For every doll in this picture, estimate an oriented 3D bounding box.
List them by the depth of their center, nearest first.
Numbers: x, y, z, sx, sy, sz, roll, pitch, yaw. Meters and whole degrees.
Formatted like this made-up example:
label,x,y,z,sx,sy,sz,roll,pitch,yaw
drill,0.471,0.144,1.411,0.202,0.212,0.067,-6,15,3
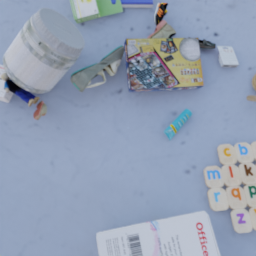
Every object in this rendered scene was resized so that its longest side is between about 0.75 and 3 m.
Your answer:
label,x,y,z,sx,sy,sz,roll,pitch,yaw
doll,-3.628,-1.302,9.281,1.409,0.961,0.341,39,119,0

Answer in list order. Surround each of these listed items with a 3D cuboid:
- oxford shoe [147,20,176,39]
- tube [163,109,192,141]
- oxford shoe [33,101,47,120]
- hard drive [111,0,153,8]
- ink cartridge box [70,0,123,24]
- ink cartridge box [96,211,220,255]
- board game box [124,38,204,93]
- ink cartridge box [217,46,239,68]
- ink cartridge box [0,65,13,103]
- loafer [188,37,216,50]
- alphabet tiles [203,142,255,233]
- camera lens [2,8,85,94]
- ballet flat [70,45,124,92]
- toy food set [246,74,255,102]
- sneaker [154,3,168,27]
label,x,y,z,sx,sy,sz,roll,pitch,yaw
oxford shoe,1.015,-2.976,10.084,0.754,0.723,2.042,35,78,2
tube,1.641,-0.134,9.271,1.190,0.300,0.461,-46,117,-16
oxford shoe,-2.792,-0.519,9.063,0.344,0.359,0.973,-31,32,19
hard drive,-0.227,-5.510,11.161,2.420,0.307,1.596,1,70,1
ink cartridge box,-1.255,-4.859,10.603,1.849,0.443,1.345,-14,86,4
ink cartridge box,0.821,3.609,7.442,2.997,1.258,2.170,-10,72,-4
board game box,1.210,-2.140,9.495,2.553,0.442,1.729,-4,86,-11
ink cartridge box,3.564,-2.572,10.132,0.659,0.195,0.823,-3,66,-18
ink cartridge box,-4.348,-1.552,9.691,0.832,0.481,1.144,15,71,6
loafer,2.675,-3.099,10.240,1.103,0.347,0.396,4,35,3
alphabet tiles,3.789,1.763,8.652,2.771,0.202,2.710,-5,69,-2
camera lens,-2.705,-2.350,8.907,2.263,1.810,1.810,-40,71,28
ballet flat,-0.868,-1.979,9.600,2.449,0.825,0.780,-38,95,-28
toy food set,5.104,-1.555,9.540,1.637,0.476,2.371,16,61,38
sneaker,1.250,-4.260,10.471,0.434,0.338,0.965,2,75,33
